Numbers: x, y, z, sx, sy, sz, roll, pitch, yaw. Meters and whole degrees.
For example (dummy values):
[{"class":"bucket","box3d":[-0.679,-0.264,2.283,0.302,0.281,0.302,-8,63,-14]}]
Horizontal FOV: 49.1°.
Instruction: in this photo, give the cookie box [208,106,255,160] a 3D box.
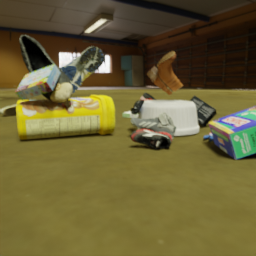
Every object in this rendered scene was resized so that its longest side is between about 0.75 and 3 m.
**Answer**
[{"class":"cookie box","box3d":[3.191,-0.010,6.968,1.893,0.711,1.619,-20,10,3]}]

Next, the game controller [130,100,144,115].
[{"class":"game controller","box3d":[0.307,-0.693,9.390,0.217,0.537,1.029,40,-2,-10]}]

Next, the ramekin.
[{"class":"ramekin","box3d":[1.362,-0.408,9.792,2.233,1.040,2.233,0,9,0]}]

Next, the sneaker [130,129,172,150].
[{"class":"sneaker","box3d":[0.622,0.314,7.322,1.128,0.399,0.551,7,22,-5]}]

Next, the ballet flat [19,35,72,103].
[{"class":"ballet flat","box3d":[-2.674,-1.800,8.685,0.981,0.839,2.952,-38,61,-7]}]

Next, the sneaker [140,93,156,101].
[{"class":"sneaker","box3d":[1.197,-0.750,13.064,1.784,0.956,0.596,41,24,13]}]

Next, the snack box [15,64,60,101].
[{"class":"snack box","box3d":[-2.573,-1.301,8.024,1.074,0.364,0.906,-13,41,18]}]

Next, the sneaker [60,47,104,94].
[{"class":"sneaker","box3d":[-2.000,-1.863,9.964,2.566,0.989,1.093,-38,18,-20]}]

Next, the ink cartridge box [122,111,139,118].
[{"class":"ink cartridge box","box3d":[0.268,-0.662,13.579,0.717,0.236,0.985,6,11,29]}]

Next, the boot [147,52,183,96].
[{"class":"boot","box3d":[1.473,-1.865,9.898,1.566,1.216,0.601,-39,10,48]}]

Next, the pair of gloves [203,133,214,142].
[{"class":"pair of gloves","box3d":[3.011,0.293,8.350,1.457,0.166,1.171,3,10,18]}]

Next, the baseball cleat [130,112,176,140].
[{"class":"baseball cleat","box3d":[0.770,-0.156,8.290,1.550,0.825,0.540,28,16,32]}]

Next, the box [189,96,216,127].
[{"class":"box","box3d":[2.709,-0.631,10.695,1.047,0.739,0.413,42,-4,33]}]

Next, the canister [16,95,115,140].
[{"class":"canister","box3d":[-2.106,-0.387,9.250,2.875,1.244,2.135,-5,11,-20]}]

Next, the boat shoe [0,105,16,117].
[{"class":"boat shoe","box3d":[-5.698,-0.923,14.178,0.505,0.586,1.606,11,22,30]}]
